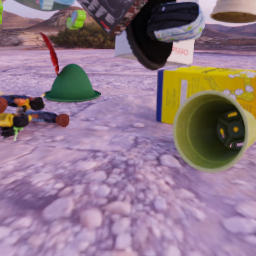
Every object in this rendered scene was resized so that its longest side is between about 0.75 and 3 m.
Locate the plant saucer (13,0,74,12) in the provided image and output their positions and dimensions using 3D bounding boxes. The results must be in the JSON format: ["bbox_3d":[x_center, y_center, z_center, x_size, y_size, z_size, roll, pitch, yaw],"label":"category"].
[{"bbox_3d":[-2.631,-3.589,6.723,2.742,0.493,2.742,29,28,-17],"label":"plant saucer"}]

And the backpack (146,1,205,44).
[{"bbox_3d":[0.900,-1.896,5.008,0.920,0.750,0.707,-6,-32,41],"label":"backpack"}]

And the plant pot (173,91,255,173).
[{"bbox_3d":[1.807,0.059,5.318,1.413,1.413,1.341,17,12,41],"label":"plant pot"}]

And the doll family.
[{"bbox_3d":[-2.591,-0.367,6.756,1.571,1.067,2.718,4,15,27],"label":"doll family"}]

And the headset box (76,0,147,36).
[{"bbox_3d":[-0.170,-2.494,5.050,0.973,1.309,0.491,47,29,4],"label":"headset box"}]

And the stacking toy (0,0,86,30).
[{"bbox_3d":[-0.936,-1.816,3.246,1.213,1.609,0.378,-11,64,-35],"label":"stacking toy"}]

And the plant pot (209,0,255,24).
[{"bbox_3d":[3.013,-3.638,7.637,1.349,1.235,1.349,7,10,-1],"label":"plant pot"}]

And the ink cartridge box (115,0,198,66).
[{"bbox_3d":[0.855,-3.415,8.172,2.153,2.917,1.249,1,8,-32],"label":"ink cartridge box"}]

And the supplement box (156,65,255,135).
[{"bbox_3d":[2.215,-0.792,7.297,2.624,1.437,1.428,13,23,33],"label":"supplement box"}]

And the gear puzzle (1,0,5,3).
[{"bbox_3d":[-2.603,-2.596,5.262,0.186,1.421,0.736,51,10,10],"label":"gear puzzle"}]

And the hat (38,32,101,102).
[{"bbox_3d":[-2.128,-2.309,10.413,2.211,2.349,2.669,-6,19,-18],"label":"hat"}]

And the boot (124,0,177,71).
[{"bbox_3d":[0.819,-2.606,5.238,1.025,2.723,2.036,-12,4,-38],"label":"boot"}]
